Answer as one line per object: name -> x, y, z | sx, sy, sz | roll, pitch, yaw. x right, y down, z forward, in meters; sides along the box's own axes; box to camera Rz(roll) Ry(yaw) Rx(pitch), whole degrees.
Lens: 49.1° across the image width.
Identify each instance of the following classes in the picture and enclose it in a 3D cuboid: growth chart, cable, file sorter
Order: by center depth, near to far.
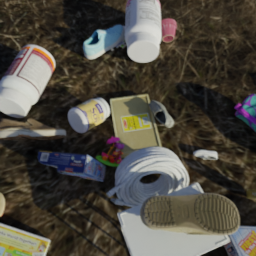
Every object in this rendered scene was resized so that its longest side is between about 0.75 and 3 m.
file sorter -> 1.154, 2.982, 7.930 | 2.461, 1.533, 1.708 | -18, 59, -11
cable -> 0.682, 1.587, 8.515 | 2.192, 2.192, 0.759 | 28, 24, -25
growth chart -> -0.291, -4.344, 13.435 | 1.998, 0.177, 1.446 | -28, 62, -17

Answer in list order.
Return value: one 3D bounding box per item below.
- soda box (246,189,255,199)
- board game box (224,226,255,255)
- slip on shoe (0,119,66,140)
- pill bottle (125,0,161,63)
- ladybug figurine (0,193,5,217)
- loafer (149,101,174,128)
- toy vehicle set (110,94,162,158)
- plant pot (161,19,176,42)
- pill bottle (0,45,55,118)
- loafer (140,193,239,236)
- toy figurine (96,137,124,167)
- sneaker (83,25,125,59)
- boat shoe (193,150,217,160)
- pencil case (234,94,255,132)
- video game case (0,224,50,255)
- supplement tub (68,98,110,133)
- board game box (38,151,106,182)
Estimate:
soda box -> 4.222, 2.084, 8.770 | 0.335, 0.989, 0.316 | 9, 75, -27
board game box -> 4.076, 3.682, 7.877 | 2.797, 0.863, 2.796 | -28, 62, -16
slip on shoe -> -3.489, 0.028, 10.170 | 2.459, 0.935, 0.745 | -2, 79, 7
pill bottle -> 0.661, -4.441, 12.490 | 1.612, 1.612, 2.844 | 2, 62, 1
ladybug figurine -> -4.270, 2.558, 8.878 | 0.740, 0.392, 1.090 | 3, 57, 2
loafer -> 1.163, -0.560, 10.331 | 0.483, 0.482, 1.380 | -53, 50, 19
toy vehicle set -> 0.233, -0.126, 10.630 | 1.564, 0.334, 2.517 | -7, 58, -5
plant pot -> 1.852, -4.538, 13.212 | 0.889, 0.889, 0.796 | -2, 73, -1
pill bottle -> -4.054, -1.837, 11.034 | 1.502, 1.502, 2.741 | 12, 58, 7
loafer -> 1.513, 2.156, 7.062 | 2.704, 0.923, 1.023 | 10, 68, -14
toy figurine -> -0.465, 0.783, 9.582 | 1.005, 0.755, 0.925 | 22, 98, -13
sneaker -> -1.068, -4.068, 12.641 | 0.853, 0.946, 2.309 | 39, 73, 22
boat shoe -> 2.749, 0.986, 9.937 | 0.852, 0.314, 0.279 | 1, 54, 2
pencil case -> 5.115, -0.029, 10.115 | 1.193, 1.098, 2.581 | -18, 56, -35
video game case -> -3.665, 3.806, 7.700 | 2.339, 0.268, 2.129 | 22, 55, -7
supplement tub -> -1.433, -0.491, 10.347 | 0.977, 0.977, 1.343 | 37, 46, 21
board game box -> -1.626, 1.283, 9.042 | 1.863, 1.862, 0.575 | 1, 72, 28
